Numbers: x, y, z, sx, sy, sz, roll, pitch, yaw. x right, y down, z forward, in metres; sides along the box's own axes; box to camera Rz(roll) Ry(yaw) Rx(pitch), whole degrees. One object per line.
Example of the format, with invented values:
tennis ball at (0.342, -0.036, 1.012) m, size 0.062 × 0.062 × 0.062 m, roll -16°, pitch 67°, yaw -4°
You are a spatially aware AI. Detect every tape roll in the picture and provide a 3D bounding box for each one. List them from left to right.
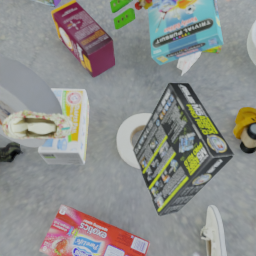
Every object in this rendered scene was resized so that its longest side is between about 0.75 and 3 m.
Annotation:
tape roll at (-2.487, -0.518, 6.000) m, size 2.113 × 2.113 × 0.698 m, roll 23°, pitch 55°, yaw 10°
tape roll at (0.526, 0.380, 8.557) m, size 1.778 × 0.325 × 1.778 m, roll 0°, pitch 64°, yaw 0°

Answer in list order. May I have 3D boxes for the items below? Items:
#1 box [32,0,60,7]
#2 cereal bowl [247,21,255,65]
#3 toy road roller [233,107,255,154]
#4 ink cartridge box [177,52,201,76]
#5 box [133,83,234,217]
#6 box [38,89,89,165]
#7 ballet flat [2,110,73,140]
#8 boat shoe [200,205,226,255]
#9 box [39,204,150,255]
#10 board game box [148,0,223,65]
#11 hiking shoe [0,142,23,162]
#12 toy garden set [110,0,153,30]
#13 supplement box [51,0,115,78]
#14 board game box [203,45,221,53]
box at (-3.856, -5.678, 10.716) m, size 2.286 × 1.564 × 0.447 m, roll 20°, pitch 67°, yaw 9°
cereal bowl at (5.284, -2.688, 9.592) m, size 2.538 × 1.057 × 2.538 m, roll 0°, pitch 64°, yaw 0°
toy road roller at (3.990, -0.080, 8.433) m, size 1.641 × 1.009 × 1.198 m, roll -13°, pitch 54°, yaw -5°
ink cartridge box at (2.077, -2.420, 9.684) m, size 0.386 × 0.666 × 1.144 m, roll 36°, pitch 70°, yaw 15°
box at (0.880, 0.470, 5.488) m, size 0.475 × 2.144 × 1.717 m, roll -3°, pitch 50°, yaw -26°
box at (-1.834, -0.049, 8.355) m, size 1.161 × 1.046 × 2.064 m, roll 0°, pitch 65°, yaw 0°
ballet flat at (-1.480, -0.034, 4.303) m, size 1.285 × 0.411 × 0.486 m, roll -3°, pitch 98°, yaw 16°
boat shoe at (2.174, 2.805, 7.339) m, size 0.524 × 0.532 × 1.501 m, roll -1°, pitch 71°, yaw -4°
box at (-0.766, 2.934, 6.908) m, size 2.371 × 1.132 × 1.182 m, roll 20°, pitch 66°, yaw 9°
board game box at (1.536, -3.290, 7.998) m, size 1.885 × 0.586 × 2.497 m, roll -13°, pitch 71°, yaw 30°
hiking shoe at (-3.661, 0.832, 8.260) m, size 1.033 × 0.391 × 0.520 m, roll -33°, pitch 52°, yaw -15°
toy garden set at (0.031, -3.955, 7.899) m, size 0.367 × 1.534 × 1.840 m, roll -14°, pitch 94°, yaw -38°
supplement box at (-1.521, -3.057, 9.636) m, size 0.993 × 1.280 × 2.320 m, roll -35°, pitch 69°, yaw -14°
board game box at (2.907, -3.006, 10.209) m, size 0.878 × 0.209 × 0.446 m, roll 7°, pitch 65°, yaw 3°
